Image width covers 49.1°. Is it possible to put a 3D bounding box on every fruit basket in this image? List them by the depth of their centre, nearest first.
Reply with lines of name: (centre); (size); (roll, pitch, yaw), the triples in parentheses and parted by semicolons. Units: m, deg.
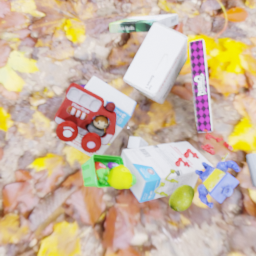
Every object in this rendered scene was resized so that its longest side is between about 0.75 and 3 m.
fruit basket: (-0.431, 1.285, 8.011); (1.495, 1.495, 1.078); (-10, 73, -4)

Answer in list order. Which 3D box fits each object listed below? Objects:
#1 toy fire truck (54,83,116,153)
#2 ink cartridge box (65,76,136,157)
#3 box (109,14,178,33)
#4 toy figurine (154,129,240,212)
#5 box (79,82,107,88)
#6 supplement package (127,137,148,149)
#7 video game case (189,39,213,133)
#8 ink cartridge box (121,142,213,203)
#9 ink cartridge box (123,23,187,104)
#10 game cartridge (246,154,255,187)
toy fire truck: (-1.089, -0.260, 7.726); (1.760, 1.478, 0.987); (27, 26, -19)
ink cartridge box: (-1.177, -0.054, 9.106); (1.601, 2.780, 0.943); (31, 34, -9)
box: (0.568, -3.905, 10.504); (2.146, 0.390, 1.549); (11, 33, 37)
toy figurine: (2.002, 1.411, 7.221); (1.292, 1.467, 2.449); (39, 93, -25)
box: (-1.386, -1.088, 10.297); (1.390, 0.548, 0.981); (-9, 85, -7)
supplement package: (0.341, 0.614, 9.663); (0.413, 0.754, 0.429); (4, 71, 27)
video game case: (2.424, -1.202, 9.404); (0.497, 2.513, 2.773); (-6, 88, 14)
ink cartridge box: (1.213, 1.325, 9.093); (2.666, 0.904, 1.546); (-5, 35, -29)
ink cartridge box: (1.072, -2.079, 9.814); (1.193, 2.842, 2.058); (30, 96, 10)
game cartridge: (5.328, 1.518, 9.914); (1.996, 0.414, 1.329); (-4, 62, -2)
